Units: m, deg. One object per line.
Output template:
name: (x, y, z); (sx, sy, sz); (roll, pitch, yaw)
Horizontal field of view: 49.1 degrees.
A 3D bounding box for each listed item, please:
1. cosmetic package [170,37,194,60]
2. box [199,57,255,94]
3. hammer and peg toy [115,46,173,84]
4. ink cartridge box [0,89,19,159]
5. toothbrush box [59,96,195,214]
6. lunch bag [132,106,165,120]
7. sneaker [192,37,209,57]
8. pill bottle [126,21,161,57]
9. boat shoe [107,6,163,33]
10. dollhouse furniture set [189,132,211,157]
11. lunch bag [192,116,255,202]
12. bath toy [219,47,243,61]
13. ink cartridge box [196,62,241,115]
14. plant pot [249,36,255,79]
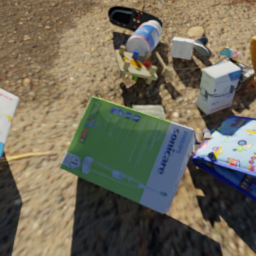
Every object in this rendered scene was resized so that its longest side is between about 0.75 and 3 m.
cosmetic package: (2.230, -3.283, 11.557); (0.850, 0.702, 0.701); (11, 28, 10)
box: (3.791, -1.981, 10.645); (1.743, 0.386, 1.396); (-34, 55, -28)
hammer and peg toy: (0.553, -2.347, 10.671); (2.074, 0.731, 1.525); (7, 42, -21)
ink cartridge box: (-4.232, 0.052, 7.369); (1.704, 1.696, 2.322); (29, 37, -30)
toothbrush box: (0.031, 0.652, 7.037); (2.757, 1.187, 2.008); (19, 80, 19)
lunch bag: (0.616, -0.114, 8.584); (1.005, 0.720, 1.225); (0, 41, -3)
sneaker: (3.279, -3.545, 12.102); (0.829, 0.436, 1.148); (-26, 51, -19)
pill bottle: (0.748, -3.789, 11.908); (1.052, 1.052, 1.875); (17, 48, 16)
boat shoe: (0.299, -4.979, 12.943); (2.621, 0.821, 0.959); (16, 88, 12)
dollhouse furniture set: (1.868, 0.633, 7.827); (0.756, 0.954, 0.677); (2, 60, 6)
lunch bag: (3.322, 0.652, 7.681); (2.860, 1.345, 2.153); (25, 53, 34)
bath toy: (4.030, -2.860, 10.957); (1.211, 0.448, 0.527); (2, 63, -46)
ink cartridge box: (2.946, -1.293, 9.204); (1.081, 1.476, 0.634); (-20, 45, -18)
plant pot: (5.395, -1.974, 8.612); (2.377, 2.596, 2.596); (-18, 44, 16)
